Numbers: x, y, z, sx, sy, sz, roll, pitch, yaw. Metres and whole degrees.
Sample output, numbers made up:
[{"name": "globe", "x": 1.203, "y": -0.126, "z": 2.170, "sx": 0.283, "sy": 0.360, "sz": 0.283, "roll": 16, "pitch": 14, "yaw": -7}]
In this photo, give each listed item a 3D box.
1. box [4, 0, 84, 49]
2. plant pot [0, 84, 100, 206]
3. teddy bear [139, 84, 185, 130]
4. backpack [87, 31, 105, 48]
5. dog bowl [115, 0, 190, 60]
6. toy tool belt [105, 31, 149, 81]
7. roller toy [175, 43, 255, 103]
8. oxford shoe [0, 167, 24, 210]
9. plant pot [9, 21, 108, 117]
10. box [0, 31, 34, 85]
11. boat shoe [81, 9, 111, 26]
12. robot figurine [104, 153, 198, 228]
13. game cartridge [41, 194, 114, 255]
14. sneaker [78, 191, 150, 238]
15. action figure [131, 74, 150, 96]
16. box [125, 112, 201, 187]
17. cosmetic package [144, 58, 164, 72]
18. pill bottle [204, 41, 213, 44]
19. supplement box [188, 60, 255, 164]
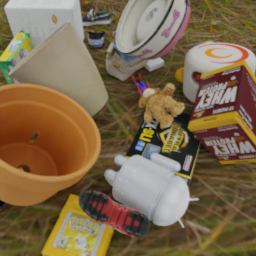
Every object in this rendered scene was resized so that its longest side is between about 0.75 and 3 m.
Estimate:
[{"name": "box", "x": -3.503, "y": -4.527, "z": 12.222, "sx": 2.768, "sy": 2.108, "sz": 1.472, "roll": 2, "pitch": 47, "yaw": 2}, {"name": "plant pot", "x": -2.449, "y": 0.598, "z": 7.111, "sx": 2.920, "sy": 2.044, "sz": 2.920, "roll": 22, "pitch": 39, "yaw": -19}, {"name": "teddy bear", "x": 0.954, "y": -0.737, "z": 8.678, "sx": 0.632, "sy": 1.373, "sz": 1.893, "roll": 26, "pitch": 33, "yaw": -37}, {"name": "backpack", "x": -1.472, "y": -4.012, "z": 12.752, "sx": 0.839, "sy": 0.646, "sz": 0.799, "roll": 0, "pitch": 35, "yaw": 6}, {"name": "dog bowl", "x": 0.839, "y": -3.602, "z": 9.424, "sx": 1.068, "sy": 2.896, "sz": 2.896, "roll": 22, "pitch": 37, "yaw": -33}, {"name": "toy tool belt", "x": 0.141, "y": -3.311, "z": 11.151, "sx": 1.704, "sy": 1.677, "sz": 2.729, "roll": 29, "pitch": 64, "yaw": 23}, {"name": "roller toy", "x": 3.125, "y": -1.798, "z": 9.934, "sx": 2.561, "sy": 1.790, "sz": 2.336, "roll": -6, "pitch": 37, "yaw": -4}, {"name": "oxford shoe", "x": -3.782, "y": 1.821, "z": 7.311, "sx": 2.334, "sy": 0.832, "sz": 0.851, "roll": -26, "pitch": 57, "yaw": -22}, {"name": "plant pot", "x": -1.893, "y": -1.527, "z": 8.809, "sx": 2.386, "sy": 2.548, "sz": 2.386, "roll": -32, "pitch": 27, "yaw": 18}, {"name": "box", "x": -4.242, "y": -2.743, "z": 11.101, "sx": 0.561, "sy": 1.361, "sz": 2.319, "roll": 1, "pitch": 47, "yaw": 2}, {"name": "boat shoe", "x": -1.798, "y": -5.622, "z": 14.242, "sx": 1.835, "sy": 0.627, "sz": 0.677, "roll": -2, "pitch": 47, "yaw": -2}, {"name": "robot figurine", "x": 0.537, "y": 1.583, "z": 7.150, "sx": 2.339, "sy": 1.321, "sz": 1.984, "roll": 25, "pitch": 72, "yaw": 22}, {"name": "game cartridge", "x": -1.126, "y": 2.560, "z": 6.985, "sx": 1.443, "sy": 0.266, "sz": 1.637, "roll": 12, "pitch": 50, "yaw": 11}, {"name": "sneaker", "x": -0.341, "y": 1.930, "z": 6.239, "sx": 1.670, "sy": 0.816, "sz": 0.590, "roll": 23, "pitch": 69, "yaw": 7}, {"name": "action figure", "x": 0.559, "y": -1.535, "z": 10.703, "sx": 0.484, "sy": 0.382, "sz": 1.479, "roll": -12, "pitch": 51, "yaw": -18}, {"name": "box", "x": 1.227, "y": 0.453, "z": 8.696, "sx": 1.959, "sy": 0.605, "sz": 2.453, "roll": 15, "pitch": 49, "yaw": 16}, {"name": "cosmetic package", "x": 0.944, "y": -2.861, "z": 11.962, "sx": 0.739, "sy": 0.253, "sz": 0.981, "roll": -24, "pitch": 52, "yaw": -21}, {"name": "pill bottle", "x": 3.256, "y": -3.327, "z": 12.157, "sx": 1.073, "sy": 0.601, "sz": 0.601, "roll": -26, "pitch": 53, "yaw": -23}, {"name": "supplement box", "x": 2.972, "y": -0.356, "z": 7.961, "sx": 1.354, "sy": 2.011, "sz": 2.039, "roll": -13, "pitch": 46, "yaw": 44}]
